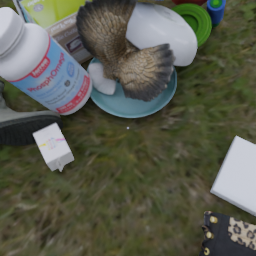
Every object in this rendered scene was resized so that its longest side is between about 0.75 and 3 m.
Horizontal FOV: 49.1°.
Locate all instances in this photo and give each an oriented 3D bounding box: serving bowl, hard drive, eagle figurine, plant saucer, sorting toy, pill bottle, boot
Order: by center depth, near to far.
[{"bbox_3d":[1.305,2.562,5.154,2.670,0.977,2.010,10,69,30],"label":"boot"},{"bbox_3d":[-0.056,-1.672,6.305,2.033,2.679,2.022,4,101,4],"label":"eagle figurine"},{"bbox_3d":[-2.040,-1.414,6.386,1.372,2.523,1.372,-13,60,24],"label":"pill bottle"},{"bbox_3d":[3.287,1.365,6.432,2.335,0.312,1.540,27,68,12],"label":"hard drive"},{"bbox_3d":[0.829,-2.414,6.752,2.101,0.691,2.101,19,39,-16],"label":"serving bowl"},{"bbox_3d":[-3.212,-0.509,7.012,2.930,0.992,1.914,-11,60,-7],"label":"boot"},{"bbox_3d":[0.082,-1.264,7.621,2.428,0.436,2.428,0,65,0],"label":"plant saucer"},{"bbox_3d":[1.953,-3.375,8.358,1.696,1.159,2.822,8,81,16],"label":"sorting toy"}]

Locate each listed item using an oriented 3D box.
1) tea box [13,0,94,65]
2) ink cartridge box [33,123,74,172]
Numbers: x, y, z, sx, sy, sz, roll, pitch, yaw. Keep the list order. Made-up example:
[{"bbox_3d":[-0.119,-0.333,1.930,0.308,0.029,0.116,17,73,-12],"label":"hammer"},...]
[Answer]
[{"bbox_3d":[-1.633,-3.220,7.920,2.333,1.559,2.295,-32,69,-14],"label":"tea box"},{"bbox_3d":[-1.732,0.514,6.670,0.601,0.617,0.959,-27,69,-13],"label":"ink cartridge box"}]
